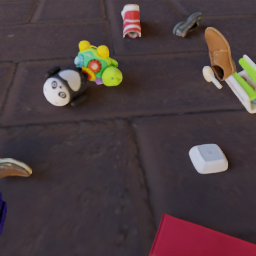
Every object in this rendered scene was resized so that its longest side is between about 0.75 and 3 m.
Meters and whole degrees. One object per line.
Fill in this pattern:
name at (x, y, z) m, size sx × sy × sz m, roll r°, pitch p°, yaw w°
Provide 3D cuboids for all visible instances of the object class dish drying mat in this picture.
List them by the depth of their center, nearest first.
dish drying mat at (1.635, 2.261, 4.819) m, size 2.407 × 0.219 × 0.924 m, roll 14°, pitch 43°, yaw 17°

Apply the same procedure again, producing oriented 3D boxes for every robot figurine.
robot figurine at (-1.800, -1.257, 8.247) m, size 1.068 × 0.887 × 1.421 m, roll 22°, pitch 46°, yaw 26°

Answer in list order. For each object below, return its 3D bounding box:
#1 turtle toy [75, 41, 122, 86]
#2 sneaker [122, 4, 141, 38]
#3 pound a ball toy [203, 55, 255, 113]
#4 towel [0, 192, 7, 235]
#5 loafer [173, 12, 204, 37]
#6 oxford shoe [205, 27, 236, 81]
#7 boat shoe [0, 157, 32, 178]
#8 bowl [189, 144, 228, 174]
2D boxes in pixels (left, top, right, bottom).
turtle toy at (-0.939, -1.882, 8.825) m, size 1.793 × 1.307 × 0.906 m, roll 21°, pitch 65°, yaw 21°
sneaker at (0.134, -4.476, 12.130) m, size 0.785 × 1.240 × 2.205 m, roll -2°, pitch 12°, yaw 1°
pound a ball toy at (3.300, -1.278, 8.484) m, size 1.344 × 0.876 × 2.061 m, roll -25°, pitch 42°, yaw 10°
towel at (-1.429, 1.297, 2.404) m, size 0.344 × 1.024 × 1.387 m, roll 32°, pitch 10°, yaw -23°
loafer at (2.715, -4.383, 12.066) m, size 1.796 × 0.645 × 0.565 m, roll -36°, pitch 66°, yaw -23°
oxford shoe at (2.218, -1.818, 6.942) m, size 0.490 × 1.375 × 0.490 m, roll -37°, pitch 17°, yaw -21°
boat shoe at (-2.722, 0.937, 6.183) m, size 1.255 × 0.463 × 0.464 m, roll 9°, pitch 54°, yaw 21°
bowl at (1.897, 0.668, 6.551) m, size 0.771 × 0.288 × 0.770 m, roll -6°, pitch 43°, yaw -9°
